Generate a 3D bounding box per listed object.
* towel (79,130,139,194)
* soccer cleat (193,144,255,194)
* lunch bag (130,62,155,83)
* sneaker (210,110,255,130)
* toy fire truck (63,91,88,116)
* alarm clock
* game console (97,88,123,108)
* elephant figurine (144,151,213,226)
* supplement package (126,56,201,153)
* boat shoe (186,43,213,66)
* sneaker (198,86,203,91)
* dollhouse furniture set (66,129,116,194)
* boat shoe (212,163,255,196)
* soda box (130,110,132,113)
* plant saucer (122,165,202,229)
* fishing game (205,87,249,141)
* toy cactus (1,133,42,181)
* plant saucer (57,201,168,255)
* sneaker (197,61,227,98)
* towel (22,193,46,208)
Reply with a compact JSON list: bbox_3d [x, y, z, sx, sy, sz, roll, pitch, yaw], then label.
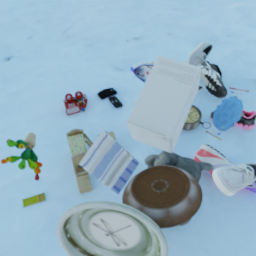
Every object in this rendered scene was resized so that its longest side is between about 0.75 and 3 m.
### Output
[{"bbox_3d":[-0.486,1.016,8.068,1.223,1.665,0.198,-54,30,-16],"label":"towel"},{"bbox_3d":[3.752,1.751,10.611,2.764,0.943,1.012,36,85,20],"label":"soccer cleat"},{"bbox_3d":[0.844,-2.244,11.342,1.455,0.901,1.237,5,16,-7],"label":"lunch bag"},{"bbox_3d":[4.739,-0.568,12.558,2.035,0.970,0.804,9,50,10],"label":"sneaker"},{"bbox_3d":[-2.490,-1.147,13.399,1.162,0.651,0.975,-16,73,-13],"label":"toy fire truck"},{"bbox_3d":[2.797,-0.395,12.613,1.919,0.639,1.294,25,52,24],"label":"alarm clock"},{"bbox_3d":[-0.850,-1.459,13.902,0.911,0.186,1.544,-23,50,-20],"label":"game console"},{"bbox_3d":[1.401,2.434,9.440,2.076,2.276,2.933,31,51,-32],"label":"elephant figurine"},{"bbox_3d":[1.171,-0.719,8.895,1.466,1.461,2.499,20,72,16],"label":"supplement package"},{"bbox_3d":[3.021,-3.030,11.758,0.594,0.582,1.669,14,55,42],"label":"boat shoe"},{"bbox_3d":[3.380,-2.164,14.349,0.952,0.472,0.337,2,46,0],"label":"sneaker"},{"bbox_3d":[-1.217,1.076,10.857,1.935,1.216,2.188,-13,49,-12],"label":"dollhouse furniture set"},{"bbox_3d":[2.971,1.264,7.401,2.154,0.738,0.775,9,46,-46],"label":"boat shoe"},{"bbox_3d":[1.059,-1.112,13.097,0.952,0.890,2.795,19,51,17],"label":"soda box"},{"bbox_3d":[0.835,1.597,7.193,2.081,0.381,2.081,-9,32,6],"label":"plant saucer"},{"bbox_3d":[3.199,-0.442,8.905,0.273,1.755,1.256,24,4,-23],"label":"fishing game"},{"bbox_3d":[-2.754,0.668,7.521,0.733,1.433,1.182,-20,43,20],"label":"toy cactus"},{"bbox_3d":[-0.333,2.469,6.444,2.537,2.537,0.637,9,32,8],"label":"plant saucer"},{"bbox_3d":[4.412,-2.659,14.470,1.309,0.961,2.893,-19,48,-13],"label":"sneaker"},{"bbox_3d":[-3.432,2.626,10.217,0.811,0.073,0.349,-16,48,-13],"label":"towel"}]
